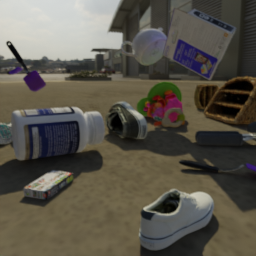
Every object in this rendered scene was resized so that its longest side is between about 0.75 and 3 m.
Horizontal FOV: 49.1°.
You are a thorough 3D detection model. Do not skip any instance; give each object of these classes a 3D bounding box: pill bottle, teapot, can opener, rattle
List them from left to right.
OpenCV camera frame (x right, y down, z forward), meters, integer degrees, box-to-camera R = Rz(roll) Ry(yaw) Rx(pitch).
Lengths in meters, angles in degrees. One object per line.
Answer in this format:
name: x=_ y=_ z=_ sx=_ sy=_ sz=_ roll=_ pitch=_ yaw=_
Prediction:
pill bottle: x=-1.885 y=0.104 z=7.661 sx=2.317 sy=1.287 sz=1.287 roll=-6 pitch=14 yaw=-28
teapot: x=0.870 y=-4.052 z=13.519 sx=1.909 sy=1.884 sz=1.394 roll=2 pitch=46 yaw=-55
rattle: x=1.673 y=-0.297 z=11.528 sx=1.265 sy=0.823 sz=0.903 roll=-25 pitch=-1 yaw=5
can opener: x=3.308 y=0.128 z=8.688 sx=2.355 sy=0.787 sz=0.628 roll=1 pitch=12 yaw=3

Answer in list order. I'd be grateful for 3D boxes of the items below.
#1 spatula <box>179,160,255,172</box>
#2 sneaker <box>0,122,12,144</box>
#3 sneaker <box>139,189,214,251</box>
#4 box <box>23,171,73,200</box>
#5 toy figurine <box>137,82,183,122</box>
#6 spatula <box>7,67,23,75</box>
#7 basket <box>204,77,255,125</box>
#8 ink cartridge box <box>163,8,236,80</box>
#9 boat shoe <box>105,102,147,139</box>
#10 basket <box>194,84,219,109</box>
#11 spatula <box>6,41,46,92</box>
spatula: x=2.242 y=0.915 z=6.395 sx=2.162 sy=0.222 sz=0.611 roll=3 pitch=3 yaw=18
sneaker: x=-4.135 y=0.195 z=9.129 sx=0.815 sy=0.693 sz=1.786 roll=-14 pitch=6 yaw=11
sneaker: x=0.808 y=1.218 z=4.206 sx=0.600 sy=0.582 sz=1.644 roll=11 pitch=16 yaw=40
box: x=-1.566 y=1.123 z=5.611 sx=0.530 sy=0.167 sz=0.963 roll=4 pitch=13 yaw=18
toy figurine: x=1.539 y=-0.921 z=12.599 sx=2.260 sy=1.697 sz=2.080 roll=-21 pitch=21 yaw=5
spatula: x=-4.845 y=-2.331 z=11.732 sx=0.495 sy=0.180 sz=1.752 roll=-42 pitch=25 yaw=-24
basket: x=4.916 y=-1.306 z=12.523 sx=2.031 sy=1.946 sz=2.727 roll=-2 pitch=12 yaw=-12
ink cartridge box: x=2.744 y=-3.436 z=11.368 sx=2.439 sy=2.416 sz=0.529 roll=32 pitch=58 yaw=14
boat shoe: x=-0.313 y=-0.331 z=10.192 sx=0.947 sy=1.052 sz=2.974 roll=-3 pitch=14 yaw=-21
basket: x=4.413 y=-1.759 z=15.854 sx=0.998 sy=1.399 sz=1.042 roll=-5 pitch=14 yaw=-23
spatula: x=-4.437 y=-2.647 z=11.837 sx=0.704 sy=2.490 sz=0.256 roll=-35 pitch=-4 yaw=-4
